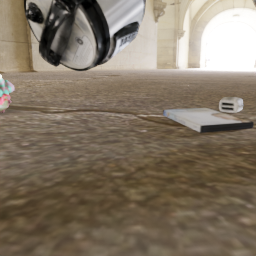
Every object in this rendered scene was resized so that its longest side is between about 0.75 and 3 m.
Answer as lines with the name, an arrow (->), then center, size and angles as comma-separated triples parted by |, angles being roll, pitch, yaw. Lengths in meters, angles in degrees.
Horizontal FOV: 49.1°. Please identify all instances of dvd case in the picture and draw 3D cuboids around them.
dvd case -> 2.307, -0.295, 8.498 | 1.681, 0.207, 2.356 | -5, 15, -17

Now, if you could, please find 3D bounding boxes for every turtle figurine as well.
turtle figurine -> -4.686, -1.026, 9.716 | 1.697, 1.141, 2.266 | -41, 13, 4

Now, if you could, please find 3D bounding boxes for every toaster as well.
toaster -> 3.616, -0.821, 9.988 | 0.884, 0.502, 0.571 | 11, 20, 31

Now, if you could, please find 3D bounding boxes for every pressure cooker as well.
pressure cooker -> -1.132, -2.693, 6.760 | 2.371, 2.335, 2.655 | 16, 51, 31

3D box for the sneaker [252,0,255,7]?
sneaker -> 3.630, -3.418, 7.142 | 2.785, 1.104, 1.029 | 21, -39, -33
